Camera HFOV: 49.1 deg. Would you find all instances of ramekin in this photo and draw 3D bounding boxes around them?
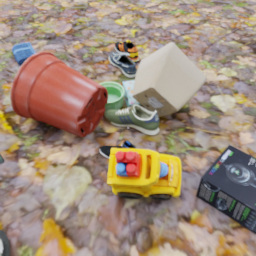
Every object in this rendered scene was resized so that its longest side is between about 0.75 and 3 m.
[{"bbox_3d":[-0.830,-1.264,11.827,1.380,0.674,1.380,-1,47,2],"label":"ramekin"}]

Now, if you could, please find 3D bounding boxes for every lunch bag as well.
[{"bbox_3d":[0.385,-1.449,12.027,1.095,0.784,1.286,-9,46,-11],"label":"lunch bag"}]

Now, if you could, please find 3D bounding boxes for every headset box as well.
[{"bbox_3d":[3.450,1.781,8.339,2.091,0.970,1.821,31,51,30],"label":"headset box"}]

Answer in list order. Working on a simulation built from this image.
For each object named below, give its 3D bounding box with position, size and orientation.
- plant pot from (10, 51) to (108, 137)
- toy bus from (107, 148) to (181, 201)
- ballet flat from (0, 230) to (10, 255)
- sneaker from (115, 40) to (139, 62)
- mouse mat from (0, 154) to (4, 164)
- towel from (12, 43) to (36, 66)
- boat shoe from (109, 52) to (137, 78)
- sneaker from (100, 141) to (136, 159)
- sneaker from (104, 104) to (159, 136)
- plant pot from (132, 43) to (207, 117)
[{"bbox_3d":[-2.369,-1.084,10.457,2.653,2.727,2.727,26,48,15],"label":"plant pot"},{"bbox_3d":[0.419,1.171,7.896,2.108,2.024,1.430,1,67,12],"label":"toy bus"},{"bbox_3d":[-3.313,3.327,6.813,0.738,0.742,2.170,-13,44,-12],"label":"ballet flat"},{"bbox_3d":[-0.055,-4.378,15.096,0.749,0.963,2.141,-20,46,-21],"label":"sneaker"},{"bbox_3d":[-4.989,1.172,9.706,1.148,0.043,0.924,-30,50,-27],"label":"mouse mat"},{"bbox_3d":[-5.591,-4.023,15.073,1.098,0.477,1.967,-19,46,-19],"label":"towel"},{"bbox_3d":[-0.296,-3.381,14.183,0.874,0.721,2.333,-18,45,-18],"label":"boat shoe"},{"bbox_3d":[-0.302,0.706,9.622,1.479,0.827,0.540,17,43,17],"label":"sneaker"},{"bbox_3d":[0.141,-0.529,10.814,2.323,1.043,0.779,18,45,18],"label":"sneaker"},{"bbox_3d":[1.373,-1.620,10.886,2.079,2.077,1.841,-14,41,58],"label":"plant pot"}]
